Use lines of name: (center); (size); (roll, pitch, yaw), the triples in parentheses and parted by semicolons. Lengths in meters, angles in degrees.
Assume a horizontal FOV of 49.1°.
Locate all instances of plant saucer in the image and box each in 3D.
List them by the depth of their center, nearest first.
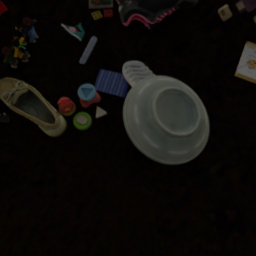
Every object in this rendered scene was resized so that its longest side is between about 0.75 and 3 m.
plant saucer: (1.290, -0.375, 8.283); (2.864, 0.719, 2.864); (6, 70, -17)

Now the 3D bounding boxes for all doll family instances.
doll family: (-3.590, -2.897, 9.394); (0.714, 1.052, 1.819); (9, 71, 3)

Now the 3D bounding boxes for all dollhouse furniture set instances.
dollhouse furniture set: (4.582, -3.867, 10.208); (2.081, 1.649, 1.477); (59, 37, -6)

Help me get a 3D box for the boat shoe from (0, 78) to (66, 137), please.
boat shoe: (-3.119, -0.781, 8.773); (2.763, 0.869, 1.008); (40, 76, 12)

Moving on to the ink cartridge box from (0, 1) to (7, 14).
ink cartridge box: (-5.507, -4.623, 10.168); (1.431, 0.684, 1.630); (-40, 75, -13)

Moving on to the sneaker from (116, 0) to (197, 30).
sneaker: (1.012, -4.213, 9.987); (2.911, 1.150, 1.388); (-3, 93, 0)

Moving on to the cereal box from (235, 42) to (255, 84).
cereal box: (4.327, -2.208, 9.571); (0.973, 0.267, 1.352); (21, 73, 7)

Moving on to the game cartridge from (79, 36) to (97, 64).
game cartridge: (-1.339, -2.579, 9.364); (0.200, 0.650, 0.976); (27, 96, -14)

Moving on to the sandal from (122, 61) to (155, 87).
sandal: (0.689, -0.981, 8.983); (1.201, 0.725, 2.951); (-11, 58, -19)

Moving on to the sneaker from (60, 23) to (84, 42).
sneaker: (-1.908, -3.525, 9.952); (0.906, 0.379, 0.547); (37, 80, 3)

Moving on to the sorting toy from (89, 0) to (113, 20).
sorting toy: (-1.035, -4.879, 10.455); (0.890, 0.312, 1.845); (-3, 72, -1)

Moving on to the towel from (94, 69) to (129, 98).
towel: (-0.522, -1.498, 9.434); (1.117, 0.133, 0.808); (15, 74, 6)

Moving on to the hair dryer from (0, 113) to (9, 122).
hair dryer: (-4.761, -0.341, 8.870); (1.716, 0.466, 1.307); (-29, 74, -22)

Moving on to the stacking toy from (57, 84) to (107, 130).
stacking toy: (-1.451, -0.698, 8.903); (1.375, 0.581, 1.244); (-35, 74, -10)
